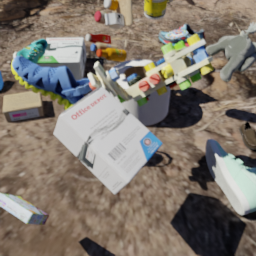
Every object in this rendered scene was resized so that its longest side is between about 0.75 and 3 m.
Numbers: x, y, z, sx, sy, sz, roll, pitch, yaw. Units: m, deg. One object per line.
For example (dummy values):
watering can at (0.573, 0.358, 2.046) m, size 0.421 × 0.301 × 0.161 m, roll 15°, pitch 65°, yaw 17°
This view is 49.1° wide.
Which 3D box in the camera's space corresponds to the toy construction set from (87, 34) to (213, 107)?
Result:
toy construction set at (0.493, -1.107, 6.163) m, size 2.612 × 1.203 × 1.713 m, roll -12°, pitch 10°, yaw 14°

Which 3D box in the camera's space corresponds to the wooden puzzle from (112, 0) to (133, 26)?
wooden puzzle at (-0.148, -3.959, 9.219) m, size 0.279 × 1.116 × 1.205 m, roll -14°, pitch 23°, yaw -25°

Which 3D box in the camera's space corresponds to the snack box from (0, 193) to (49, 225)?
snack box at (-1.991, 1.537, 5.292) m, size 0.837 × 0.595 × 0.222 m, roll 22°, pitch 79°, yaw 23°

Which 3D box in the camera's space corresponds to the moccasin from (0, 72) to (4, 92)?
moccasin at (-5.310, -1.889, 11.504) m, size 0.461 × 0.390 × 1.145 m, roll 1°, pitch 62°, yaw -19°

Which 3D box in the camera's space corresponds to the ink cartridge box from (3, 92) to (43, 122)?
ink cartridge box at (-3.793, -0.808, 10.169) m, size 1.311 × 0.492 × 1.080 m, roll -10°, pitch 42°, yaw -12°

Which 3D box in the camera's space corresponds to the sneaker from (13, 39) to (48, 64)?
sneaker at (-3.328, -2.582, 9.712) m, size 0.810 × 0.788 × 2.035 m, roll -30°, pitch 32°, yaw 21°

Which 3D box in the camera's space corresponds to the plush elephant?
plush elephant at (2.706, -1.750, 6.627) m, size 1.033 × 1.334 × 1.098 m, roll 16°, pitch 39°, yaw -45°

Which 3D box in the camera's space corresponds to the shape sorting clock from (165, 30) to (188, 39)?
shape sorting clock at (2.048, -3.969, 11.866) m, size 0.933 × 0.183 × 0.933 m, roll -10°, pitch 32°, yaw 6°

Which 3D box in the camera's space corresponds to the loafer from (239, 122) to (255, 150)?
loafer at (3.892, 0.232, 8.992) m, size 0.427 × 0.417 × 1.169 m, roll -4°, pitch 40°, yaw -4°

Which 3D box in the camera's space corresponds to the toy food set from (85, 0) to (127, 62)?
toy food set at (-0.803, -3.174, 9.151) m, size 0.980 × 2.177 × 1.039 m, roll -4°, pitch -5°, yaw -37°

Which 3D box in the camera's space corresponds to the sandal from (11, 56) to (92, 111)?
sandal at (-1.767, -1.180, 7.021) m, size 2.255 × 0.982 × 0.896 m, roll 29°, pitch 29°, yaw -19°

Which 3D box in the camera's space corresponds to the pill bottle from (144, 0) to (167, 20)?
pill bottle at (0.771, -3.641, 7.736) m, size 0.634 × 1.128 × 0.634 m, roll 0°, pitch 57°, yaw 1°

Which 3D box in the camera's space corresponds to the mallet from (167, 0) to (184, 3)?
mallet at (1.943, -5.207, 11.239) m, size 0.820 × 0.169 × 0.270 m, roll 6°, pitch 79°, yaw 39°

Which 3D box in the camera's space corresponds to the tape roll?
tape roll at (0.416, -1.287, 9.966) m, size 2.169 × 1.489 × 2.169 m, roll 0°, pitch 41°, yaw 0°

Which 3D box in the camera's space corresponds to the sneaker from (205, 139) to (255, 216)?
sneaker at (3.059, 1.137, 7.574) m, size 1.335 × 0.833 × 2.264 m, roll -15°, pitch 52°, yaw -9°

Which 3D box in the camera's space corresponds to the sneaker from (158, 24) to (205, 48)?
sneaker at (2.772, -4.816, 14.396) m, size 2.488 × 1.188 × 0.987 m, roll 17°, pitch 43°, yaw 19°

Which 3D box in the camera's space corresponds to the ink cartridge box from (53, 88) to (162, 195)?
ink cartridge box at (-0.375, 0.200, 5.254) m, size 1.643 × 0.692 × 1.188 m, roll 44°, pitch 50°, yaw 5°

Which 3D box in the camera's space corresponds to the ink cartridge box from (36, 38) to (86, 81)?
ink cartridge box at (-2.868, -3.033, 12.381) m, size 1.827 × 1.035 × 2.492 m, roll -2°, pitch 40°, yaw -2°
